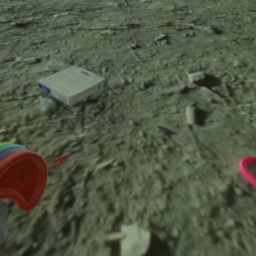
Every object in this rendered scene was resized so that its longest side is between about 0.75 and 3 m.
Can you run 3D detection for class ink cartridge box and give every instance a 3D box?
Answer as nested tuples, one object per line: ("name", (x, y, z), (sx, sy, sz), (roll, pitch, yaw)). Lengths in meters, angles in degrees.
("ink cartridge box", (-2.213, -1.750, 11.146), (1.912, 0.422, 1.947), (29, 45, 31))

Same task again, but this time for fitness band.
("fitness band", (3.688, 1.263, 7.544), (0.996, 0.260, 1.387), (-20, 42, -19))

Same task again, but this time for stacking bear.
("stacking bear", (-3.182, 0.976, 6.997), (2.295, 1.394, 1.305), (11, 66, 39))

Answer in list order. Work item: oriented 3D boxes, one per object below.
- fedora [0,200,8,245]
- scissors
("fedora", (-3.137, 2.231, 5.944), (1.490, 0.673, 1.318), (-12, 38, 3))
("scissors", (-1.715, 0.842, 7.923), (1.139, 0.079, 0.417), (-21, 30, 1))
